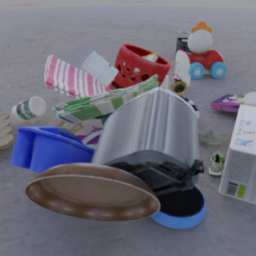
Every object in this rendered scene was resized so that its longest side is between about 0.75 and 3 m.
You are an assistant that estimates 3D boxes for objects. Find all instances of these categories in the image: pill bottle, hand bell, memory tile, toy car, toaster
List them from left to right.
[{"bbox_3d":[-4.906,0.313,9.792,1.756,0.192,2.291,-26,38,-11],"label":"memory tile"},{"bbox_3d":[-3.862,-0.707,10.833,1.314,0.743,0.743,-14,19,36],"label":"pill bottle"},{"bbox_3d":[0.414,0.412,6.306,1.683,2.962,1.913,29,53,-27],"label":"toaster"},{"bbox_3d":[1.925,-1.166,10.201,0.551,1.058,0.551,-9,57,15],"label":"hand bell"},{"bbox_3d":[4.282,-4.513,15.841,2.477,2.800,2.581,-2,31,-3],"label":"toy car"}]

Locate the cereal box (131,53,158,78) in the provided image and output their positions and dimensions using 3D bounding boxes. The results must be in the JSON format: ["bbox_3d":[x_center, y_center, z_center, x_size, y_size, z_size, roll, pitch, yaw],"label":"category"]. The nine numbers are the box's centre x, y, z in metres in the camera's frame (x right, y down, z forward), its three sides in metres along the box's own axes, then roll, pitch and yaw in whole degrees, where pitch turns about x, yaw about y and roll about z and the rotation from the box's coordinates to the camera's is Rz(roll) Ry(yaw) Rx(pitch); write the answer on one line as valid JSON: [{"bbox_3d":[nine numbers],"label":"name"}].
[{"bbox_3d":[0.525,-2.175,9.739,0.764,0.210,1.062,-8,37,36],"label":"cereal box"}]

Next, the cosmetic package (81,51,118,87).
[{"bbox_3d":[-0.860,-1.797,8.575,0.559,0.990,0.402,-56,11,-18],"label":"cosmetic package"}]

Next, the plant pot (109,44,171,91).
[{"bbox_3d":[0.361,-1.879,10.128,1.901,1.731,1.901,18,27,-9],"label":"plant pot"}]

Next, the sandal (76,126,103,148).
[{"bbox_3d":[-1.217,0.277,9.471,2.485,0.611,1.011,-9,25,7],"label":"sandal"}]

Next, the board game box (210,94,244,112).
[{"bbox_3d":[5.018,-0.983,11.576,2.689,0.434,1.614,11,29,42],"label":"board game box"}]

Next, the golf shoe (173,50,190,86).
[{"bbox_3d":[2.563,-2.816,13.693,0.854,1.866,0.703,-27,26,-30],"label":"golf shoe"}]

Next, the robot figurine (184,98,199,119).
[{"bbox_3d":[2.434,-0.706,11.241,0.731,0.607,0.973,-15,69,-30],"label":"robot figurine"}]

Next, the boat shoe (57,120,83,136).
[{"bbox_3d":[-2.194,0.405,9.060,0.808,0.758,2.193,-27,21,49],"label":"boat shoe"}]

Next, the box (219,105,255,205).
[{"bbox_3d":[3.739,0.664,8.207,1.451,1.611,2.863,14,32,21],"label":"box"}]

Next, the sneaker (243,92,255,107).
[{"bbox_3d":[4.939,-0.703,9.246,2.043,0.904,0.769,11,61,38],"label":"sneaker"}]

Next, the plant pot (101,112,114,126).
[{"bbox_3d":[-0.192,-0.350,10.259,1.101,1.172,1.172,23,37,39],"label":"plant pot"}]

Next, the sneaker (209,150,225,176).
[{"bbox_3d":[2.815,0.983,8.735,0.460,0.530,1.197,10,32,16],"label":"sneaker"}]

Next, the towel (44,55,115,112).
[{"bbox_3d":[-1.507,-1.505,9.636,2.707,0.405,1.981,19,30,-25],"label":"towel"}]

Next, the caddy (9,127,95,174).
[{"bbox_3d":[-1.819,0.655,7.444,1.770,1.314,2.504,6,-15,33],"label":"caddy"}]

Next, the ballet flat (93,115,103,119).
[{"bbox_3d":[-1.590,-0.661,9.761,1.505,0.550,0.550,14,33,12],"label":"ballet flat"}]

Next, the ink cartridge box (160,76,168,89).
[{"bbox_3d":[1.493,-2.315,14.204,0.910,0.668,0.665,20,35,31],"label":"ink cartridge box"}]

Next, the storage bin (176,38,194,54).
[{"bbox_3d":[4.174,-5.345,18.987,1.534,1.064,2.269,-1,30,-1],"label":"storage bin"}]

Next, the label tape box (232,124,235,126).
[{"bbox_3d":[5.133,-0.166,10.656,1.268,0.556,1.758,-18,35,-30],"label":"label tape box"}]

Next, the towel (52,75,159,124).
[{"bbox_3d":[-0.539,-0.715,7.889,2.775,0.325,2.116,-18,-5,-1],"label":"towel"}]

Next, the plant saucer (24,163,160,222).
[{"bbox_3d":[-0.708,1.391,5.882,2.763,2.763,0.443,3,57,6],"label":"plant saucer"}]

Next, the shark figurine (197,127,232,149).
[{"bbox_3d":[3.044,0.289,9.889,1.450,0.605,0.866,-2,32,-1],"label":"shark figurine"}]

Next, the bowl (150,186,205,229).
[{"bbox_3d":[1.205,1.867,7.238,1.602,0.314,1.602,3,29,-2],"label":"bowl"}]

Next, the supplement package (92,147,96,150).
[{"bbox_3d":[-1.200,1.005,8.770,0.448,0.449,0.766,-5,31,-1],"label":"supplement package"}]
